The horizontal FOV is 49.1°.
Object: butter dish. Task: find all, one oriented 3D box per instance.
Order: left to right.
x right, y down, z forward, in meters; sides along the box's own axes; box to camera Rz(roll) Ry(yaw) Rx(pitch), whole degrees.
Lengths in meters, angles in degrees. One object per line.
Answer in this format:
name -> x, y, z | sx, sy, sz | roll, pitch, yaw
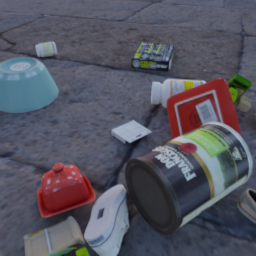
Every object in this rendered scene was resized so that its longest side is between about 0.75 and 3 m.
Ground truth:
butter dish -> -1.623, 1.342, 6.882 | 1.340, 0.993, 1.344 | -15, 23, -16
butter dish -> 2.434, -0.192, 8.663 | 2.015, 2.021, 1.494 | -19, -20, 32

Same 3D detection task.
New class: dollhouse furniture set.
dollhouse furniture set -> -1.259, 2.881, 5.502 | 1.196, 0.924, 2.394 | -22, 22, -16
dollhouse furniture set -> 4.429, -0.596, 10.126 | 2.390, 1.199, 1.565 | 29, 55, 0

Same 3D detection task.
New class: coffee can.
coffee can -> 1.428, 1.098, 6.716 | 2.477, 1.813, 1.813 | -23, 42, -29

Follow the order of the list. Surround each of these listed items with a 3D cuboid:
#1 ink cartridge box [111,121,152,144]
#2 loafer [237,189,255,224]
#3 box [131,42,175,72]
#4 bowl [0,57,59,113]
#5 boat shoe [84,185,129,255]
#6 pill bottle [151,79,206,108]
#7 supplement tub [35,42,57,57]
ink cartridge box -> 0.116, 0.180, 9.286 | 0.975, 0.215, 0.993 | -23, 40, -31
loafer -> 3.428, 2.102, 6.348 | 0.688, 0.602, 1.914 | -30, 45, -34
box -> 1.328, -3.691, 14.358 | 1.894, 0.523, 2.365 | 8, 37, 11
bowl -> -4.228, -1.872, 11.142 | 2.661, 1.392, 2.661 | -1, 37, 1
boat shoe -> -0.339, 2.063, 6.302 | 0.780, 0.768, 2.201 | -28, 10, 11
pill bottle -> 1.868, -1.251, 10.489 | 1.957, 1.104, 1.104 | 3, 36, 2
supplement tub -> -4.334, -4.129, 14.807 | 0.959, 0.695, 0.695 | -16, 39, -21
